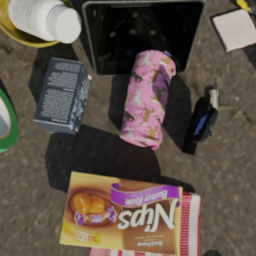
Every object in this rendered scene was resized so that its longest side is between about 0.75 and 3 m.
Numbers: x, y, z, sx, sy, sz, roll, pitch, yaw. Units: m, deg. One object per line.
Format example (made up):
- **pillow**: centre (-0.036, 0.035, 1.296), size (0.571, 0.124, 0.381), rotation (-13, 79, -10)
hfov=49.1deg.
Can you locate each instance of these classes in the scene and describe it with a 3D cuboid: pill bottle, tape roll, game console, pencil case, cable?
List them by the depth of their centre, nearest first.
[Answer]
- **game console**: centre (1.866, -0.094, 7.294), size (0.338, 2.806, 1.655), rotation (17, 87, 6)
- **tape roll**: centre (-4.047, -0.437, 7.577), size (0.602, 2.507, 2.507), rotation (-24, 76, 9)
- **pencil case**: centre (0.596, -0.829, 8.345), size (1.241, 1.188, 2.869), rotation (6, 77, 33)
- **pill bottle**: centre (-2.497, -3.327, 8.479), size (2.141, 1.224, 1.224), rotation (28, 76, 29)
- **cable**: centre (4.361, -3.951, 9.630), size (0.845, 0.438, 1.739), rotation (-23, 82, -28)

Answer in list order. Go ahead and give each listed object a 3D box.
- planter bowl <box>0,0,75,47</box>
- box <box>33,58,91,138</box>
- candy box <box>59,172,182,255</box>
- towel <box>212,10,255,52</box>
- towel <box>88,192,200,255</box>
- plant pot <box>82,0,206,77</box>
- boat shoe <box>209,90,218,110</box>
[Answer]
- **planter bowl**: centre (-2.909, -3.367, 9.058), size (2.364, 0.985, 2.364), rotation (4, 68, -11)
- **box**: centre (-1.869, -0.833, 8.271), size (1.023, 1.418, 1.910), rotation (10, 76, 3)
- **candy box**: centre (-0.134, 2.168, 7.031), size (2.871, 0.811, 1.675), rotation (10, 69, -8)
- **towel**: centre (3.684, -3.324, 9.549), size (1.260, 0.213, 1.320), rotation (-18, 76, -4)
- **towel**: centre (0.539, 2.665, 7.565), size (2.988, 0.340, 2.152), rotation (10, 69, -7)
- **plant pot**: centre (0.365, -3.481, 8.374), size (2.954, 2.961, 2.627), rotation (-2, 64, 0)
- **boat shoe**: centre (2.691, -0.847, 8.885), size (0.269, 0.294, 0.787), rotation (3, 69, 7)
